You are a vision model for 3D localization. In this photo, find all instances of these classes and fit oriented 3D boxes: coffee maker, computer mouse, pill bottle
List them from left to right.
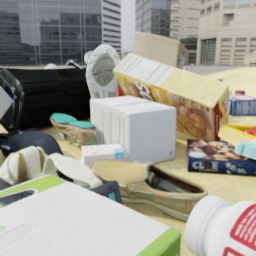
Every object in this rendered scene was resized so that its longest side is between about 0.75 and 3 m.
[{"bbox_3d":[-2.647,0.361,6.092,2.068,0.678,2.945,-7,16,-28],"label":"computer mouse"},{"bbox_3d":[-2.294,-0.970,8.518,2.848,1.997,2.965,13,21,38],"label":"coffee maker"},{"bbox_3d":[1.333,1.215,2.548,0.874,0.874,1.557,-13,20,-39],"label":"pill bottle"}]

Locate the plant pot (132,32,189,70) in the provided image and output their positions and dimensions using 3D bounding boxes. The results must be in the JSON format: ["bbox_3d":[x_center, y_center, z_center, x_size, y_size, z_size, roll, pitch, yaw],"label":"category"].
[{"bbox_3d":[1.190,-2.279,9.943,1.545,1.745,1.743,9,0,29],"label":"plant pot"}]

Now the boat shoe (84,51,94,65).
[{"bbox_3d":[-0.630,-2.039,9.985,2.258,0.775,0.639,11,-33,-38],"label":"boat shoe"}]

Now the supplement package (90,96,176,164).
[{"bbox_3d":[0.034,-0.011,6.492,1.179,1.183,2.016,-8,17,-29],"label":"supplement package"}]

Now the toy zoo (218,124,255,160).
[{"bbox_3d":[3.203,0.376,5.620,2.877,0.294,1.887,3,17,-27],"label":"toy zoo"}]

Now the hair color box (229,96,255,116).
[{"bbox_3d":[4.804,-0.857,10.653,2.108,0.638,1.054,-1,15,-2],"label":"hair color box"}]

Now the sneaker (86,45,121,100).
[{"bbox_3d":[-0.725,-1.051,8.064,0.987,2.533,1.258,1,2,-10],"label":"sneaker"}]

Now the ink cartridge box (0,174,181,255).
[{"bbox_3d":[-0.750,1.240,2.665,2.040,0.773,1.508,12,20,40],"label":"ink cartridge box"}]

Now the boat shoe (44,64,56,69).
[{"bbox_3d":[-3.109,-1.715,10.748,0.855,2.448,0.868,45,66,11],"label":"boat shoe"}]

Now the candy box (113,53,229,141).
[{"bbox_3d":[1.067,-0.727,7.068,2.825,1.631,0.781,26,66,33],"label":"candy box"}]

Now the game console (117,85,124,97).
[{"bbox_3d":[-0.908,-0.921,11.599,2.896,1.719,2.496,14,52,42],"label":"game console"}]

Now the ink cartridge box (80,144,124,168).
[{"bbox_3d":[-0.534,0.655,5.267,0.850,0.532,0.546,-3,15,-12],"label":"ink cartridge box"}]

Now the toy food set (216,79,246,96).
[{"bbox_3d":[4.032,-1.579,12.182,2.718,1.223,1.298,8,17,26],"label":"toy food set"}]

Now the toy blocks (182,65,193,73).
[{"bbox_3d":[1.635,-1.048,8.991,2.224,1.872,2.078,8,17,27],"label":"toy blocks"}]

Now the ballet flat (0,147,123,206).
[{"bbox_3d":[-1.194,0.772,4.100,2.725,0.995,0.995,10,18,34],"label":"ballet flat"}]

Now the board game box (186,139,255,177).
[{"bbox_3d":[2.160,0.604,5.860,1.839,0.318,1.246,3,15,9],"label":"board game box"}]

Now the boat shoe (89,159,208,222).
[{"bbox_3d":[0.243,0.722,4.009,1.817,0.692,0.651,13,48,14],"label":"boat shoe"}]

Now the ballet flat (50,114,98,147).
[{"bbox_3d":[-1.419,0.081,6.964,0.664,0.615,1.883,-7,16,-36],"label":"ballet flat"}]

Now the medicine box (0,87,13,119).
[{"bbox_3d":[-3.810,-0.195,5.242,2.290,1.179,2.086,8,58,25],"label":"medicine box"}]
